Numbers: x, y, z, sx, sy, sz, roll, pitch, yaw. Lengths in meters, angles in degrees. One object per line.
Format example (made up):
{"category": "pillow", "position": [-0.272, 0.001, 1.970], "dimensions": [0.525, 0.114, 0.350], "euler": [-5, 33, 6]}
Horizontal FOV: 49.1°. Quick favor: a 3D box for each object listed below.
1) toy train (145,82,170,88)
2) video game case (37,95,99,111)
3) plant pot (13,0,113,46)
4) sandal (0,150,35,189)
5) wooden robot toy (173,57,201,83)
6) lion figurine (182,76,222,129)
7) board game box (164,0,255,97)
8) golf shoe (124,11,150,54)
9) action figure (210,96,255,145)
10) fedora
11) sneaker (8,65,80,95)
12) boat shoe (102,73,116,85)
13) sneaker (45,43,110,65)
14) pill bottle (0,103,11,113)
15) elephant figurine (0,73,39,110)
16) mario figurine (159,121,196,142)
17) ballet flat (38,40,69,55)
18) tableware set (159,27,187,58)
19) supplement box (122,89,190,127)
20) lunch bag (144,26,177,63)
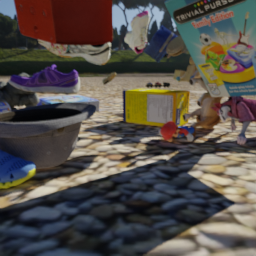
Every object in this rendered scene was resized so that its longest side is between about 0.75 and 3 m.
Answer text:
{"category": "toy train", "position": [1.361, -1.996, 12.983], "dimensions": [1.156, 0.265, 0.197], "euler": [0, -5, 9]}
{"category": "video game case", "position": [-2.992, -1.164, 13.635], "dimensions": [2.308, 0.579, 2.547], "euler": [-9, 16, -31]}
{"category": "plant pot", "position": [-1.429, -2.599, 5.884], "dimensions": [1.671, 1.672, 1.474], "euler": [23, 39, 28]}
{"category": "sandal", "position": [-2.638, 0.623, 5.264], "dimensions": [1.905, 0.829, 0.757], "euler": [5, 12, 13]}
{"category": "wooden robot toy", "position": [2.597, -2.233, 10.495], "dimensions": [1.107, 1.140, 2.512], "euler": [9, 8, -13]}
{"category": "lion figurine", "position": [2.616, -0.819, 8.974], "dimensions": [1.553, 2.535, 0.919], "euler": [-20, 56, -20]}
{"category": "board game box", "position": [2.375, -2.060, 6.498], "dimensions": [0.674, 2.871, 2.168], "euler": [-45, 25, -23]}
{"category": "golf shoe", "position": [0.558, -4.079, 12.093], "dimensions": [0.879, 1.068, 2.333], "euler": [-27, -7, -16]}
{"category": "action figure", "position": [3.766, -0.529, 8.312], "dimensions": [2.575, 1.918, 1.725], "euler": [13, 17, -8]}
{"category": "fedora", "position": [-1.937, 0.181, 6.401], "dimensions": [2.268, 1.158, 2.564], "euler": [6, 16, 30]}
{"category": "sneaker", "position": [-2.300, -1.346, 7.784], "dimensions": [1.932, 0.806, 0.779], "euler": [1, 4, -2]}
{"category": "boat shoe", "position": [-0.867, -2.280, 13.173], "dimensions": [0.816, 0.311, 0.292], "euler": [-33, -44, 29]}
{"category": "sneaker", "position": [-2.195, -3.803, 12.403], "dimensions": [2.947, 1.292, 1.115], "euler": [8, 50, -13]}
{"category": "pill bottle", "position": [-5.120, -0.509, 10.366], "dimensions": [0.753, 0.753, 1.344], "euler": [12, 18, 42]}
{"category": "elephant figurine", "position": [-5.403, -1.271, 12.004], "dimensions": [2.677, 1.894, 2.077], "euler": [-25, -5, -28]}
{"category": "mario figurine", "position": [1.407, 0.205, 8.213], "dimensions": [1.255, 0.665, 0.775], "euler": [2, -28, -41]}
{"category": "ballet flat", "position": [-2.799, -3.110, 9.588], "dimensions": [0.773, 0.915, 2.420], "euler": [-5, 31, -35]}
{"category": "tableware set", "position": [1.812, -2.851, 8.578], "dimensions": [0.349, 1.740, 1.150], "euler": [40, -9, -34]}
{"category": "supplement box", "position": [1.037, -0.808, 10.569], "dimensions": [2.254, 1.227, 1.234], "euler": [8, 15, 32]}
{"category": "lunch bag", "position": [1.224, -3.031, 10.418], "dimensions": [0.819, 0.841, 1.237], "euler": [36, -28, -2]}
